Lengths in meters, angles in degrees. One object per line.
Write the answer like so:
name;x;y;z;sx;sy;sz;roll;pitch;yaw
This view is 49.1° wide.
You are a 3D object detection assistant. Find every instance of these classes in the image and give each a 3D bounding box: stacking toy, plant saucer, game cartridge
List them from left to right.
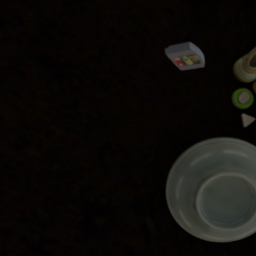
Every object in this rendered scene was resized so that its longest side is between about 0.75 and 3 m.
game cartridge;1.298;-1.549;6.161;0.650;0.976;0.200;-7;73;32
plant saucer;2.388;1.696;6.978;2.864;0.719;2.864;1;101;4
stacking toy;3.659;-0.715;7.736;1.244;0.581;1.375;-17;82;-2

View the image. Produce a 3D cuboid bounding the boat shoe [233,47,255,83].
boat shoe;4.216;-2.294;7.786;2.763;0.869;1.008;-33;84;-4
